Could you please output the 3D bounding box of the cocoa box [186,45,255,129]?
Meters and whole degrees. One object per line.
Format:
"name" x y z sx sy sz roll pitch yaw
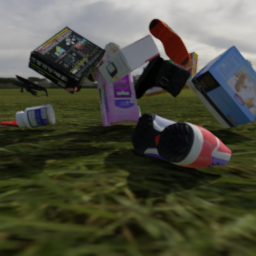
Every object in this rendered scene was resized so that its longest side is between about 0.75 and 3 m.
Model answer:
"cocoa box" 3.208 -1.230 8.893 1.381 2.071 1.359 -43 5 -19

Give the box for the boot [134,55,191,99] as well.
"boot" 1.085 -1.474 9.842 1.496 2.001 0.753 34 36 0

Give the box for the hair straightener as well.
"hair straightener" -2.964 -1.145 8.339 1.320 0.508 0.270 25 -29 12

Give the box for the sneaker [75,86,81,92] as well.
"sneaker" -2.355 -1.815 9.857 0.716 1.636 0.609 -38 6 37

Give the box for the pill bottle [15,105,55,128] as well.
"pill bottle" -3.093 -0.359 9.365 1.146 0.686 0.686 -9 8 -1

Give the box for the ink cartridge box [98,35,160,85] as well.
"ink cartridge box" -0.005 -1.702 7.112 1.015 0.589 1.376 -36 9 -25

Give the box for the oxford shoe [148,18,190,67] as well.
"oxford shoe" 1.421 -2.695 8.795 0.689 1.899 0.676 -8 -29 -50

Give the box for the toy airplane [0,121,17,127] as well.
"toy airplane" -4.281 -0.154 10.230 0.978 0.180 0.978 -1 7 0

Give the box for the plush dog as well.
"plush dog" -0.966 -2.267 10.567 1.617 1.297 1.389 -12 -29 -3

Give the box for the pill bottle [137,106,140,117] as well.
"pill bottle" -0.153 -0.505 10.477 1.196 0.671 0.671 -7 8 5

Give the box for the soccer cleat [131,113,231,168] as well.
"soccer cleat" 0.849 0.269 5.553 0.965 0.899 2.636 19 -1 -21

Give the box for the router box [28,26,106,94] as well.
"router box" -1.851 -2.171 8.772 1.559 0.646 2.081 32 45 -2

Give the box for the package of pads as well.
"package of pads" -0.348 -1.029 9.461 1.182 1.961 0.742 -4 -9 -34

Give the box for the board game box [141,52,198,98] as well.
"board game box" 1.426 -1.987 10.926 0.408 1.302 2.725 21 -19 -40
